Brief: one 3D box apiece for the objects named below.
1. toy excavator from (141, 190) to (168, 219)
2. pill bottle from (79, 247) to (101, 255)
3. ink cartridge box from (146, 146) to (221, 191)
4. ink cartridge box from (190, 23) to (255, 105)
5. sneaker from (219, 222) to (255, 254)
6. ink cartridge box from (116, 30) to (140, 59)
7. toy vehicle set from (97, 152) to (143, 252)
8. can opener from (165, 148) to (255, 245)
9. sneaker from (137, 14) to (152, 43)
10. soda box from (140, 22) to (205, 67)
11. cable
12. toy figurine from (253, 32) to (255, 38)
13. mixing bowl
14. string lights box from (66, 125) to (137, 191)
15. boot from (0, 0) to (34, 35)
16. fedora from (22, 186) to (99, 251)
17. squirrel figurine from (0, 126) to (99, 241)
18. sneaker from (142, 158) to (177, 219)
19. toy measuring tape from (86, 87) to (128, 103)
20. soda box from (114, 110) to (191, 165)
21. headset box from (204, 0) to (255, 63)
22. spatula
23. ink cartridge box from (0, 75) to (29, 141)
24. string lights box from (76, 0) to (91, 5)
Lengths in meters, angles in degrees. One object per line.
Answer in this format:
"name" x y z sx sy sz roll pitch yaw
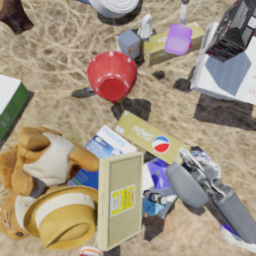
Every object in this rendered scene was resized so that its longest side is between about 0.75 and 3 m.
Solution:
"toy excavator" 0.389 1.868 6.432 0.841 0.432 0.865 23 81 -23
"pill bottle" -0.882 3.058 5.999 0.485 0.485 0.850 6 43 3
"ink cartridge box" 1.257 0.928 6.891 1.516 1.501 0.329 -11 107 -2
"ink cartridge box" 2.981 -1.612 7.641 2.215 0.632 1.800 16 88 -14
"sneaker" 3.288 2.905 7.701 1.531 0.532 0.761 24 60 7
"ink cartridge box" 0.005 -3.043 10.443 0.643 0.873 0.632 -36 69 -17
"toy vehicle set" -0.109 1.166 4.639 0.191 0.896 1.443 6 96 39
"can opener" 1.658 1.489 5.569 0.914 0.729 2.734 -41 114 -4
"sneaker" 0.547 -2.819 7.923 0.361 0.946 0.381 -36 80 -13
"soda box" 1.651 -3.157 10.549 2.320 0.786 0.742 -21 65 -10
"cable" -0.589 -5.604 10.989 2.395 0.829 2.395 3 91 -37
"toy figurine" 4.702 -2.477 10.063 2.407 1.807 2.215 25 78 -15
"mixing bowl" -0.415 -1.235 7.462 1.417 1.417 0.767 -3 41 -2
"string lights box" -1.015 1.293 8.330 1.311 0.752 2.551 36 69 17
"boot" -2.418 -2.650 6.204 1.198 0.997 0.434 -16 58 22
"fedora" -0.983 1.577 4.586 1.424 1.424 0.581 -17 40 -8
"squirrel figurine" -1.922 1.068 5.676 2.209 1.563 2.062 28 95 56
"sneaker" 0.371 2.055 7.861 2.517 0.927 1.455 -33 65 -17
"toy measuring tape" -0.699 -1.176 9.818 1.636 0.602 0.602 7 61 29
"soda box" 0.539 0.251 6.127 1.628 0.551 0.521 32 94 14
"headset box" 2.296 -2.131 6.155 0.566 1.466 1.091 26 93 -3
"spatula" 1.434 -3.016 7.144 0.687 2.430 0.250 23 48 17
"ink cartridge box" -4.684 -0.395 9.118 1.503 0.859 2.896 17 65 8
"string lights box" -1.596 -5.821 11.668 2.289 1.176 0.675 22 65 11
